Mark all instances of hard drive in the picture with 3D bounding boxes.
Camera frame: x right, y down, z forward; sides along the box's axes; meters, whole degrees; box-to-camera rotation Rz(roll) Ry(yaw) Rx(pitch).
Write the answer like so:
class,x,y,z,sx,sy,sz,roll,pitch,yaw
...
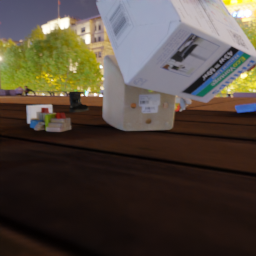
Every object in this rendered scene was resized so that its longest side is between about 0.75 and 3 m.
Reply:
class,x,y,z,sx,sy,sz,roll,pitch,yaw
hard drive,-3.777,-0.598,11.990,1.104,0.728,0.147,-8,11,-44

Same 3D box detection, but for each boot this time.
class,x,y,z,sx,sy,sz,roll,pitch,yaw
boot,-3.048,-1.646,17.442,0.636,1.263,1.690,4,9,25

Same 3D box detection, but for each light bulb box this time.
class,x,y,z,sx,sy,sz,roll,pitch,yaw
light bulb box,1.140,-2.378,6.761,2.866,2.841,1.789,7,-36,-38

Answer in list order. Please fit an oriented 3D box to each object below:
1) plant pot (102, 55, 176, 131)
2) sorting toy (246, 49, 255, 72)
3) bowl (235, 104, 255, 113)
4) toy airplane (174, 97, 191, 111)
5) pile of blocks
class,x,y,z,sx,sy,sz,roll,pitch,yaw
plant pot,0.503,-1.133,10.253,2.635,2.638,2.335,-1,23,-11
sorting toy,3.139,-1.946,7.433,0.640,0.437,1.065,2,46,-2
bowl,7.244,-1.123,15.799,2.224,0.437,2.224,-4,0,0
toy airplane,2.570,-1.623,16.903,1.951,1.383,1.960,25,-19,-12
pile of blocks,-3.039,-0.349,10.212,2.380,0.740,0.977,7,11,43
